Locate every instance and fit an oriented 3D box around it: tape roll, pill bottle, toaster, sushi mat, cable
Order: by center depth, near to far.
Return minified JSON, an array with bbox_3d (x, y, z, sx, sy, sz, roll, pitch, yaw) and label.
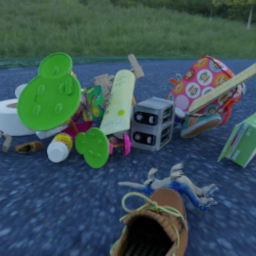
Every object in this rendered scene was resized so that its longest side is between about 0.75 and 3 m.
[{"bbox_3d":[-1.939,0.574,7.955,0.574,0.574,1.050,0,19,-1],"label":"pill bottle"},{"bbox_3d":[3.032,-1.309,7.979,2.957,0.179,1.415,-33,7,30],"label":"sushi mat"},{"bbox_3d":[0.806,-0.148,8.887,0.934,1.423,1.573,15,22,27],"label":"toaster"},{"bbox_3d":[-2.427,0.015,8.975,1.061,0.367,1.061,-23,11,13],"label":"cable"},{"bbox_3d":[1.522,-0.262,9.731,0.499,0.863,0.499,26,31,-17],"label":"pill bottle"},{"bbox_3d":[0.301,-0.281,9.886,1.773,1.005,1.005,-16,24,-40],"label":"pill bottle"},{"bbox_3d":[-3.978,-0.487,10.764,2.457,0.859,2.457,0,17,0],"label":"tape roll"}]

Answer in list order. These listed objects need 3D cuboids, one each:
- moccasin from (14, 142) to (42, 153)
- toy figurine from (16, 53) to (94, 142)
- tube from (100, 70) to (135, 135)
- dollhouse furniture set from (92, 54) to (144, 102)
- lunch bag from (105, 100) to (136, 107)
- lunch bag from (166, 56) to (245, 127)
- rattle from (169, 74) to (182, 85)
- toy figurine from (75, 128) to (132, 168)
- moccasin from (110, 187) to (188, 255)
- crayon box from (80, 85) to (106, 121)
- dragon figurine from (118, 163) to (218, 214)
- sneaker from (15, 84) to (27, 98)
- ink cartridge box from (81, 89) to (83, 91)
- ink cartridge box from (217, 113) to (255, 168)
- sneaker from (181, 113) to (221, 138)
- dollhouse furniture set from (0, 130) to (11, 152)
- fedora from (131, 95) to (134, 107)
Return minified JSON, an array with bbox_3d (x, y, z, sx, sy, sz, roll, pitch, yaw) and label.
[{"bbox_3d":[-2.920,0.577,8.290,0.325,0.308,0.841,14,10,43],"label":"moccasin"},{"bbox_3d":[-1.888,-0.600,8.663,1.888,2.514,2.314,-4,-25,13],"label":"toy figurine"},{"bbox_3d":[-0.251,-0.789,8.582,0.682,0.762,2.625,21,46,-11],"label":"tube"},{"bbox_3d":[-0.676,-2.032,11.790,1.340,1.145,2.585,-25,-1,-36],"label":"dollhouse furniture set"},{"bbox_3d":[-0.418,-0.948,12.210,1.343,0.625,1.525,-27,22,-8],"label":"lunch bag"},{"bbox_3d":[2.661,-0.998,9.624,0.986,2.407,2.120,-3,51,-50],"label":"lunch bag"},{"bbox_3d":[3.055,-1.881,13.792,1.821,1.185,1.301,16,-2,35],"label":"rattle"},{"bbox_3d":[-0.565,0.488,7.901,1.415,1.063,1.303,11,9,43],"label":"toy figurine"},{"bbox_3d":[0.300,1.580,4.121,0.979,1.033,2.676,9,20,25],"label":"moccasin"},{"bbox_3d":[-1.214,-0.774,9.399,0.509,1.039,1.749,-12,4,-17],"label":"crayon box"},{"bbox_3d":[0.776,1.329,5.617,1.981,0.985,0.583,-16,16,14],"label":"dragon figurine"},{"bbox_3d":[-3.040,-1.151,9.701,2.314,0.935,0.885,17,68,23],"label":"sneaker"},{"bbox_3d":[-2.062,-1.413,13.731,1.011,0.744,0.731,9,25,28],"label":"ink cartridge box"},{"bbox_3d":[3.215,0.335,7.492,0.625,1.094,2.107,34,29,26],"label":"ink cartridge box"},{"bbox_3d":[2.215,-0.224,8.868,0.608,0.681,1.704,8,-21,-26],"label":"sneaker"},{"bbox_3d":[-3.958,0.209,8.150,1.079,0.478,0.559,23,55,-16],"label":"dollhouse furniture set"},{"bbox_3d":[-0.232,-0.791,10.624,0.748,1.835,1.835,22,19,-2],"label":"fedora"}]
